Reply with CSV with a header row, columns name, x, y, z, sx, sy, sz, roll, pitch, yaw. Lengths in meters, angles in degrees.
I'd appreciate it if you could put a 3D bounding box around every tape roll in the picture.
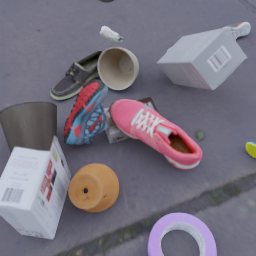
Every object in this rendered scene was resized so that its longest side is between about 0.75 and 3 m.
name,x,y,z,sx,sy,sz,roll,pitch,yaw
tape roll,1.240,2.829,6.597,1.529,0.502,1.529,0,53,1

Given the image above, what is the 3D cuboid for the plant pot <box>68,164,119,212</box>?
name,x,y,z,sx,sy,sz,roll,pitch,yaw
plant pot,-0.919,1.510,6.959,1.238,0.867,1.238,-1,83,11

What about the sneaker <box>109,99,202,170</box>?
name,x,y,z,sx,sy,sz,roll,pitch,yaw
sneaker,0.793,0.012,7.525,2.912,1.263,1.073,33,80,6

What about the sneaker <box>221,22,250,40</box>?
name,x,y,z,sx,sy,sz,roll,pitch,yaw
sneaker,4.213,-3.967,11.654,1.678,0.646,0.687,-16,30,-13

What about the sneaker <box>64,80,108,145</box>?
name,x,y,z,sx,sy,sz,roll,pitch,yaw
sneaker,-0.993,-0.383,7.816,1.081,2.262,0.897,13,43,-27

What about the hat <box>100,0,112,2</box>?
name,x,y,z,sx,sy,sz,roll,pitch,yaw
hat,-1.048,-6.494,13.526,0.945,0.381,0.945,0,53,-1

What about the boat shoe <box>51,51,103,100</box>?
name,x,y,z,sx,sy,sz,roll,pitch,yaw
boat shoe,-1.762,-1.944,9.906,0.911,0.806,2.488,33,60,22

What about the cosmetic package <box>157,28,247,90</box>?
name,x,y,z,sx,sy,sz,roll,pitch,yaw
cosmetic package,2.125,-2.120,8.768,1.431,2.679,1.208,-45,107,0

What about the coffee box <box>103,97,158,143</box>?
name,x,y,z,sx,sy,sz,roll,pitch,yaw
coffee box,0.077,-0.254,8.708,1.646,0.656,0.941,-17,64,-12

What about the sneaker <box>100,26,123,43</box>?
name,x,y,z,sx,sy,sz,roll,pitch,yaw
sneaker,-0.563,-3.202,9.655,0.422,0.391,1.041,25,13,30

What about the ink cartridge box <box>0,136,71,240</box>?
name,x,y,z,sx,sy,sz,roll,pitch,yaw
ink cartridge box,-2.136,1.413,6.663,0.864,2.060,1.809,6,53,5

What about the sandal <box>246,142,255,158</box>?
name,x,y,z,sx,sy,sz,roll,pitch,yaw
sandal,3.951,0.703,8.152,1.039,0.413,0.452,33,48,31

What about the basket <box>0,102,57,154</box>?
name,x,y,z,sx,sy,sz,roll,pitch,yaw
basket,-2.630,0.359,7.773,1.627,1.227,1.804,-13,73,-11

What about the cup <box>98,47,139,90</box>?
name,x,y,z,sx,sy,sz,roll,pitch,yaw
cup,-0.190,-2.155,9.837,1.433,1.433,1.025,24,30,17
